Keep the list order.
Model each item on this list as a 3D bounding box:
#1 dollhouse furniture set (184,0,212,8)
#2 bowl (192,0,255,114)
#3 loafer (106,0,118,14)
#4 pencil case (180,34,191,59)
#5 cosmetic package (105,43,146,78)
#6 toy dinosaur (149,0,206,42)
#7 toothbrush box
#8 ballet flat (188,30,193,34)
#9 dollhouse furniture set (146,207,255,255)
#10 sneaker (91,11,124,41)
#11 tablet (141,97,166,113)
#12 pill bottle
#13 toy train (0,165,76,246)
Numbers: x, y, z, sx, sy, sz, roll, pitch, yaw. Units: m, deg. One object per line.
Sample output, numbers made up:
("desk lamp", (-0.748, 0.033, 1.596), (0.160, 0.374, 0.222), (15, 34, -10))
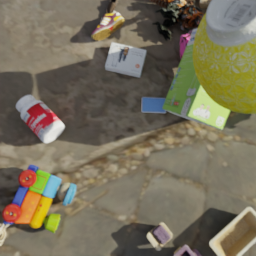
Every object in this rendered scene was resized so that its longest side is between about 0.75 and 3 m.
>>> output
("dollhouse furniture set", (2.766, -4.979, 9.560), (1.419, 1.664, 0.812), (-1, 76, 0))
("bowl", (2.389, -1.911, 5.466), (2.952, 1.588, 2.952), (-21, 56, 35))
("loafer", (-0.603, -4.421, 10.129), (0.306, 0.297, 0.838), (15, 77, 3))
("pencil case", (2.807, -2.658, 9.405), (2.142, 0.972, 1.003), (-6, 47, -1))
("cosmetic package", (-0.082, -2.331, 9.633), (1.240, 0.320, 0.935), (13, 80, 3))
("toy dinosaur", (1.694, -3.953, 9.799), (2.280, 1.165, 1.547), (25, 60, 35))
("toothbrush box", (2.265, -1.513, 8.110), (1.172, 1.982, 2.722), (19, 94, -15))
("ballet flat", (2.869, -3.343, 9.810), (1.565, 0.541, 0.557), (-5, 57, -1))
("dollhouse furniture set", (2.347, 2.949, 7.479), (2.916, 2.069, 2.310), (-38, 80, -8))
("sneaker", (-0.822, -3.610, 9.883), (1.349, 0.506, 0.608), (-35, 71, -14))
("tablet", (0.859, -0.759, 9.392), (0.815, 0.056, 0.530), (3, 76, 0))
("pill bottle", (-2.816, -0.308, 8.877), (0.847, 0.847, 1.508), (-44, 80, -9))
("toy train", (-2.750, 2.645, 8.119), (1.643, 1.202, 2.840), (23, 77, -9))
